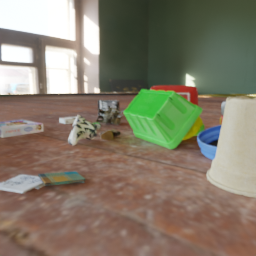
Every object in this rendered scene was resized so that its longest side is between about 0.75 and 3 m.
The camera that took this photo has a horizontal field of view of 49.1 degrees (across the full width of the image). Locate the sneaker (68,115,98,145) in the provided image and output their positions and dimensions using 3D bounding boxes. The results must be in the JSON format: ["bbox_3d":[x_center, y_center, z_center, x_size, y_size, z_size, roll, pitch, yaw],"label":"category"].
[{"bbox_3d":[-1.605,0.216,10.403,0.982,0.602,1.509,24,27,-15],"label":"sneaker"}]

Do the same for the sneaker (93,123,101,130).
[{"bbox_3d":[-1.648,-0.009,12.777,0.866,0.338,0.369,-9,17,-1],"label":"sneaker"}]

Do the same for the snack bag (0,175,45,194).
[{"bbox_3d":[-2.285,1.227,6.090,0.880,0.100,0.934,4,9,21],"label":"snack bag"}]

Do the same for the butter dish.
[{"bbox_3d":[2.062,-0.775,12.740,2.104,2.098,1.555,1,-4,11],"label":"butter dish"}]

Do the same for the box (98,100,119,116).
[{"bbox_3d":[-1.172,-1.118,16.812,1.353,1.067,0.337,6,11,26],"label":"box"}]

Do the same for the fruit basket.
[{"bbox_3d":[1.590,-0.171,10.541,2.918,2.105,2.918,37,-11,8],"label":"fruit basket"}]

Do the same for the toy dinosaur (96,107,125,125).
[{"bbox_3d":[-0.940,-0.575,14.797,1.345,1.013,2.631,13,3,-1],"label":"toy dinosaur"}]

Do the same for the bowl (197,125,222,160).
[{"bbox_3d":[3.444,0.426,8.506,2.592,0.509,2.592,-8,15,2],"label":"bowl"}]

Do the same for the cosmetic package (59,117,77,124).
[{"bbox_3d":[-3.088,-0.411,15.107,1.017,0.263,0.767,-7,9,-36],"label":"cosmetic package"}]

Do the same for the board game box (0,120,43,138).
[{"bbox_3d":[-5.049,0.001,12.329,1.852,0.382,1.856,8,13,40],"label":"board game box"}]

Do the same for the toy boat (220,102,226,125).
[{"bbox_3d":[4.501,-0.252,10.954,2.447,1.353,2.911,-3,11,-15],"label":"toy boat"}]

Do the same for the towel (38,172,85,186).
[{"bbox_3d":[-1.511,1.144,6.360,0.912,0.099,0.669,0,9,-30],"label":"towel"}]

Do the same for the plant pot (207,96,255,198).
[{"bbox_3d":[2.897,0.276,6.277,2.094,1.917,2.094,0,10,0],"label":"plant pot"}]

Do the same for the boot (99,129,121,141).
[{"bbox_3d":[-0.859,0.275,11.007,1.096,0.385,0.802,-8,6,-43],"label":"boot"}]
